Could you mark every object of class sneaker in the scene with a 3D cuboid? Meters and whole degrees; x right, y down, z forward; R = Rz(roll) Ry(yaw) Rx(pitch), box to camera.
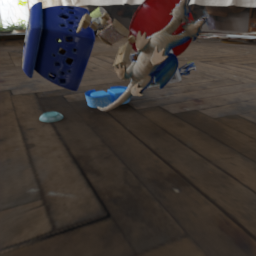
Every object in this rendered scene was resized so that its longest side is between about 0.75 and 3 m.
[{"bbox_3d":[2.405,-2.424,12.115,1.150,0.473,0.425,-30,9,17],"label":"sneaker"}]

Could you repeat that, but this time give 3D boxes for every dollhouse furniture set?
[{"bbox_3d":[-0.564,-2.511,7.940,1.639,0.725,0.849,31,-27,-33],"label":"dollhouse furniture set"}]

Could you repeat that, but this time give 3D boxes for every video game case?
[{"bbox_3d":[0.982,-2.308,10.668,0.183,1.455,2.032,-33,19,-37],"label":"video game case"}]

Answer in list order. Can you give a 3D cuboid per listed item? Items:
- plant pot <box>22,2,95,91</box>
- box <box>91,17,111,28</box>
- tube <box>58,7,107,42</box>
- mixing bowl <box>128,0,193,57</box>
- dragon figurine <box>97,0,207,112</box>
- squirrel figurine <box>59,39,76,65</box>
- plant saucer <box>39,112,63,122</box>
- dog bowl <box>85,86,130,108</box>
[{"bbox_3d":[-2.679,-3.106,10.374,2.152,2.394,2.394,7,43,-23],"label":"plant pot"},{"bbox_3d":[-1.130,-4.343,11.532,0.853,0.351,0.292,0,-15,25],"label":"box"},{"bbox_3d":[-2.148,-4.447,12.757,2.778,0.806,0.721,-25,57,28],"label":"tube"},{"bbox_3d":[1.551,-3.712,10.951,2.767,2.767,1.499,-18,55,-35],"label":"mixing bowl"},{"bbox_3d":[0.508,-1.335,6.008,0.865,2.938,1.460,44,36,13],"label":"dragon figurine"},{"bbox_3d":[-1.890,-2.923,10.547,0.988,1.303,1.397,6,44,-56],"label":"squirrel figurine"},{"bbox_3d":[-3.127,-0.486,11.368,0.958,0.185,0.958,1,24,0],"label":"plant saucer"},{"bbox_3d":[-0.881,-1.424,12.993,2.288,0.567,1.275,-15,28,-28],"label":"dog bowl"}]
